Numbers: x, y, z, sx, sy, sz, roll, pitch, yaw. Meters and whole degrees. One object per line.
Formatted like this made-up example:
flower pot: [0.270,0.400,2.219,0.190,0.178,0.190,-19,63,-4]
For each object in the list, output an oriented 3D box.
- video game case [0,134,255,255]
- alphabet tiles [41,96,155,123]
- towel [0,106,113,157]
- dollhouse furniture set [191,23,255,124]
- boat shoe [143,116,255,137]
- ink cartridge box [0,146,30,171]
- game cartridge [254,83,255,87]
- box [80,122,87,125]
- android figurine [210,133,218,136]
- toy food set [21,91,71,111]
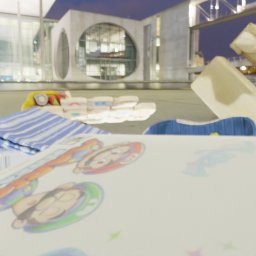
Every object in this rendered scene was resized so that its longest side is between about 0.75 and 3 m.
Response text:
video game case: [-0.737,0.733,1.463,2.970,0.352,2.703,-28,16,-36]
alphabet tiles: [-0.781,-0.350,7.270,2.826,0.206,2.764,-2,-9,-10]
towel: [-0.909,0.208,5.060,2.836,0.338,2.053,19,16,6]
dollhouse furniture set: [3.890,-1.160,6.724,2.426,2.977,2.831,-11,57,-48]
boat shoe: [1.453,0.312,5.868,2.393,0.864,0.866,-3,-16,30]
ink cartridge box: [-2.665,0.399,5.875,2.772,0.563,2.767,9,13,41]
game cartridge: [5.181,-1.388,10.124,1.500,2.314,0.444,43,0,-39]
box: [-1.554,0.128,7.687,0.876,0.456,0.797,-2,11,-14]
android figurine: [1.483,0.529,4.607,0.896,0.202,0.984,33,47,-5]
toy food set: [-2.098,-0.568,8.109,0.609,1.097,1.864,-4,9,40]
